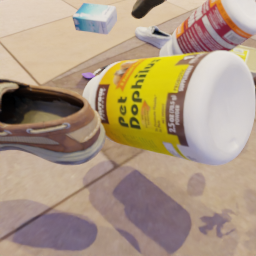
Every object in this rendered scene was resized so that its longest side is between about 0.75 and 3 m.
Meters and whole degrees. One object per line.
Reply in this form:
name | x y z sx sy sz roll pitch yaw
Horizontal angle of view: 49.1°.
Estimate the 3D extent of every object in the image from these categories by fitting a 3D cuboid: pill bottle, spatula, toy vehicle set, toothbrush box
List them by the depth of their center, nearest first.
pill bottle | 0.427 -0.375 4.542 1.497 1.497 2.741 -38 29 -31
pill bottle | 1.783 -2.090 6.461 1.200 2.190 1.200 15 61 -30
toothbrush box | -0.954 -3.207 8.199 1.065 0.454 0.780 12 56 17
spatula | -1.085 -2.099 10.317 1.281 0.132 0.362 -31 55 -27
toy vehicle set | 4.074 -2.583 10.617 2.719 0.360 1.689 19 49 17

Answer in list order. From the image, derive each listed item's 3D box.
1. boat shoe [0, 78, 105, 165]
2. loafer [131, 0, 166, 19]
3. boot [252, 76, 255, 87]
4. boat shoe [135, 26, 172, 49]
boat shoe | -1.697 -0.249 3.852 2.785 1.000 1.054 5 53 5
loafer | 0.683 -4.156 8.937 0.621 1.634 0.551 17 62 -41
boot | 5.406 -1.236 8.869 2.365 0.856 1.967 -16 55 -7
boat shoe | 1.087 -3.949 11.751 1.964 0.642 0.723 34 55 28
